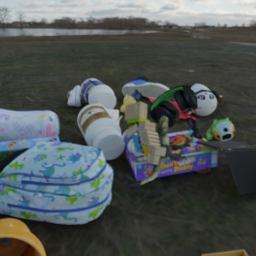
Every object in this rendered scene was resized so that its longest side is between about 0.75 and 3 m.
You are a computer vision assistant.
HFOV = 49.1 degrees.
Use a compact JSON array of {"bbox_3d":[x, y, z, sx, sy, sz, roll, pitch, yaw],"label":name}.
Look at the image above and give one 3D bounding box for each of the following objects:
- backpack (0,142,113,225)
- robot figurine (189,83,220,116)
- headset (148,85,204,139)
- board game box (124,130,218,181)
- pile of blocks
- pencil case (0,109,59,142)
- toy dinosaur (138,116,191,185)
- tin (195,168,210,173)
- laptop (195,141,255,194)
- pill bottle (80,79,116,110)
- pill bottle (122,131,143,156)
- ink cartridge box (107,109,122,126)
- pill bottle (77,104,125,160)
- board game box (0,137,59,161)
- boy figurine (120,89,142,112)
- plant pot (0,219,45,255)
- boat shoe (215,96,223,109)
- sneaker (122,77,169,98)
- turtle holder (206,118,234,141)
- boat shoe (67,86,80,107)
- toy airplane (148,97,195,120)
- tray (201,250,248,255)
[{"bbox_3d":[-1.707,1.294,6.767,2.707,2.081,2.208,21,21,11],"label":"backpack"},{"bbox_3d":[3.423,-1.417,13.465,1.260,1.517,2.019,37,20,-26],"label":"robot figurine"},{"bbox_3d":[1.760,-0.565,9.789,1.739,1.323,2.816,-36,22,3],"label":"headset"},{"bbox_3d":[1.295,0.806,8.970,2.559,0.573,1.721,-9,22,-10],"label":"board game box"},{"bbox_3d":[0.486,0.187,8.003,0.631,0.834,2.031,13,51,-45],"label":"pile of blocks"},{"bbox_3d":[-4.067,-0.071,10.335,2.965,1.345,1.232,6,6,10],"label":"pencil case"},{"bbox_3d":[1.121,0.633,7.928,1.090,0.587,2.474,-8,40,28],"label":"toy dinosaur"},{"bbox_3d":[2.164,1.193,8.829,0.863,0.181,0.483,17,25,41],"label":"tin"},{"bbox_3d":[3.120,1.043,8.137,1.669,1.033,1.782,2,8,-31],"label":"laptop"},{"bbox_3d":[-1.491,-1.606,14.031,1.305,1.305,2.352,-10,25,-23],"label":"pill bottle"},{"bbox_3d":[0.194,0.460,8.496,0.537,0.537,0.896,-7,29,-16],"label":"pill bottle"},{"bbox_3d":[-0.936,-0.278,11.532,1.273,0.797,0.818,6,23,13],"label":"ink cartridge box"},{"bbox_3d":[-0.955,0.127,9.885,1.263,1.263,2.209,-9,31,-20],"label":"pill bottle"},{"bbox_3d":[-3.039,0.773,8.271,1.779,1.345,0.325,-6,62,-29],"label":"board game box"},{"bbox_3d":[0.136,-1.217,13.519,0.814,1.309,0.422,39,-7,-2],"label":"boy figurine"},{"bbox_3d":[-2.198,2.287,4.942,1.425,1.425,1.305,-8,8,-18],"label":"plant pot"},{"bbox_3d":[4.425,-1.345,14.428,0.533,0.623,1.700,11,15,34],"label":"boat shoe"},{"bbox_3d":[1.201,-2.284,15.936,2.791,1.071,1.553,4,31,27],"label":"sneaker"},{"bbox_3d":[3.524,0.116,10.663,1.028,0.781,0.730,5,39,-10],"label":"turtle holder"},{"bbox_3d":[-2.929,-1.762,15.081,0.703,0.775,2.107,-3,24,-9],"label":"boat shoe"},{"bbox_3d":[2.315,-0.906,13.348,2.702,0.497,2.702,13,15,-4],"label":"toy airplane"},{"bbox_3d":[1.928,2.642,5.434,0.901,0.167,0.444,-2,23,-8],"label":"tray"}]
